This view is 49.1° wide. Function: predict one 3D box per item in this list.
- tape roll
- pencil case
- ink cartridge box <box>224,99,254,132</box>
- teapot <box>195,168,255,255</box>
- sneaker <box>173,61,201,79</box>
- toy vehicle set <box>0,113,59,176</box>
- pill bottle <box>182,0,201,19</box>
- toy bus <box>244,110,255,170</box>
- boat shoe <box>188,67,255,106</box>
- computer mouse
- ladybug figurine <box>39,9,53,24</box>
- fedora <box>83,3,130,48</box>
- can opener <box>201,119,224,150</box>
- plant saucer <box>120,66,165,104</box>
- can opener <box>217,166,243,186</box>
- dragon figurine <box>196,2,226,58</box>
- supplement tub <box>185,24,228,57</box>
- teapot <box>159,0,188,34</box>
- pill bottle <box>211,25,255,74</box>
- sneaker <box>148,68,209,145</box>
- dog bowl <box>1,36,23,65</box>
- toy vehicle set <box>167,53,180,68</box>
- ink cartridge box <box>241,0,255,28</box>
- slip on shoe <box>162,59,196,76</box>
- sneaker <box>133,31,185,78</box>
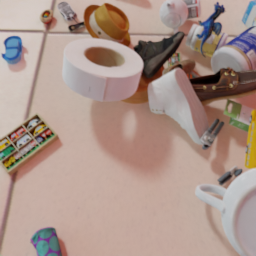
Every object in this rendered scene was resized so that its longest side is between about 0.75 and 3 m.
[{"bbox_3d":[-0.855,-1.991,9.359,2.635,0.922,2.635,10,40,-8],"label":"tape roll"},{"bbox_3d":[-2.155,3.594,7.616,0.744,0.685,1.609,-13,61,-24],"label":"pencil case"},{"bbox_3d":[3.884,-0.369,9.551,1.383,0.410,0.718,23,62,3],"label":"ink cartridge box"},{"bbox_3d":[3.781,2.242,7.640,2.808,2.078,2.845,-34,88,11],"label":"teapot"},{"bbox_3d":[2.262,-1.998,10.732,1.392,0.556,0.497,32,29,1],"label":"sneaker"},{"bbox_3d":[-3.517,0.502,9.495,1.991,0.264,1.237,-40,69,-19],"label":"toy vehicle set"},{"bbox_3d":[2.388,-5.056,12.003,1.375,0.797,0.797,-2,61,18],"label":"pill bottle"},{"bbox_3d":[3.974,0.365,8.485,0.589,0.709,1.811,8,89,12],"label":"toy bus"},{"bbox_3d":[3.214,-1.491,9.413,2.903,1.021,1.022,-14,25,21],"label":"boat shoe"},{"bbox_3d":[-2.540,-4.933,12.353,0.885,0.354,1.615,-33,72,-11],"label":"computer mouse"},{"bbox_3d":[-3.582,-4.866,12.324,0.554,0.294,0.816,15,63,8],"label":"ladybug figurine"},{"bbox_3d":[-0.661,-4.160,11.104,2.256,0.920,2.256,17,57,-29],"label":"fedora"},{"bbox_3d":[2.763,0.222,9.292,0.377,0.472,1.413,32,44,16],"label":"can opener"},{"bbox_3d":[0.293,-2.044,10.744,2.432,0.455,2.432,0,62,1],"label":"plant saucer"},{"bbox_3d":[3.239,1.509,8.847,0.939,0.314,0.250,-29,103,-27],"label":"can opener"},{"bbox_3d":[2.943,-3.531,9.982,0.547,0.925,1.860,17,80,-25],"label":"dragon figurine"},{"bbox_3d":[3.118,-3.471,11.167,1.403,1.020,1.020,26,65,14],"label":"supplement tub"},{"bbox_3d":[1.830,-4.489,11.361,1.262,1.246,0.922,21,58,-18],"label":"teapot"},{"bbox_3d":[4.627,-2.852,10.522,2.784,1.611,1.611,-35,67,-18],"label":"pill bottle"},{"bbox_3d":[1.676,-0.562,9.703,0.986,1.546,2.675,-31,99,-45],"label":"sneaker"},{"bbox_3d":[-4.678,-3.152,11.396,0.750,0.334,1.346,-4,63,-2],"label":"dog bowl"},{"bbox_3d":[1.836,-2.688,11.273,0.526,0.112,0.847,2,62,1],"label":"toy vehicle set"},{"bbox_3d":[5.733,-4.562,11.737,1.051,1.032,1.427,-18,63,-10],"label":"ink cartridge box"},{"bbox_3d":[1.908,-2.155,10.109,1.387,0.420,0.527,-19,91,-18],"label":"slip on shoe"},{"bbox_3d":[1.068,-3.044,10.498,1.319,0.880,2.303,42,79,12],"label":"sneaker"}]
